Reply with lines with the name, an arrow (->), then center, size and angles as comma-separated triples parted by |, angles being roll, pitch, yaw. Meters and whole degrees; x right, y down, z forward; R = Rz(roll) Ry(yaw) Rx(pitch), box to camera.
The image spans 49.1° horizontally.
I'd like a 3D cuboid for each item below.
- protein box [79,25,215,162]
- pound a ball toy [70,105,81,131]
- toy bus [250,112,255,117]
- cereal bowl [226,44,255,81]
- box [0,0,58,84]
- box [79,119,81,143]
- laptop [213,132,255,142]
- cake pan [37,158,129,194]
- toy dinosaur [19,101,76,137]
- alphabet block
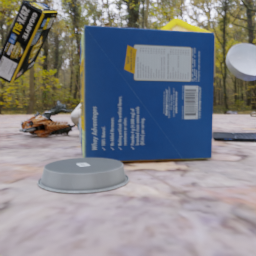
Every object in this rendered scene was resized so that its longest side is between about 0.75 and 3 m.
protein box -> 0.277, -0.665, 6.178 | 2.600, 2.581, 1.754 | -1, 4, -11
pound a ball toy -> -0.758, -0.148, 9.970 | 1.923, 1.253, 2.950 | 44, -22, -20
toy bus -> 7.440, -0.382, 14.225 | 1.667, 0.913, 1.766 | 28, -38, -16
cereal bowl -> 4.368, -2.349, 10.399 | 1.563, 1.563, 0.651 | 0, -29, -4
box -> -3.070, -2.729, 8.640 | 0.676, 2.187, 2.739 | 26, 17, -15
box -> -1.011, 0.092, 8.500 | 0.529, 0.758, 0.995 | -4, 5, -42
laptop -> 4.346, -0.299, 9.732 | 2.666, 1.377, 2.363 | 1, 4, 16
cake pan -> -0.650, 0.662, 4.154 | 1.334, 0.245, 1.334 | 0, 4, 0
toy dinosaur -> -2.992, -0.061, 10.454 | 2.607, 1.331, 1.769 | 26, 34, 36
alphabet block -> 2.094, -2.712, 11.502 | 2.180, 2.192, 2.232 | 38, -16, 35
